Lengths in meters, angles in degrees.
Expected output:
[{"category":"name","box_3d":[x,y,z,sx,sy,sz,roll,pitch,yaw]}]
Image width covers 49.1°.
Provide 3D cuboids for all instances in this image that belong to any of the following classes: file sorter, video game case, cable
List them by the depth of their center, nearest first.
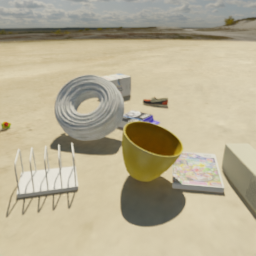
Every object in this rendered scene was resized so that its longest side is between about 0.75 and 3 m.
[{"category":"file sorter","box_3d":[-2.234,1.092,7.693,1.574,0.980,1.092,-6,23,-12]},{"category":"video game case","box_3d":[2.012,1.246,8.355,1.370,0.172,1.914,3,23,8]},{"category":"cable","box_3d":[-1.470,-0.816,10.634,2.630,0.910,2.629,0,61,9]}]

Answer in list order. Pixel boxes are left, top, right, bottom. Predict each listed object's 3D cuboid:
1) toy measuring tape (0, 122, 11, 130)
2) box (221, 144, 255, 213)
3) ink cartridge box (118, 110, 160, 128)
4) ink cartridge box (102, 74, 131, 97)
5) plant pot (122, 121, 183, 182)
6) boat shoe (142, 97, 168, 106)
[{"category":"toy measuring tape","box_3d":[-5.086,-0.068,11.271,0.304,0.304,0.828,12,23,26]},{"category":"box","box_3d":[3.288,1.270,7.372,0.761,0.914,2.225,-1,24,-5]},{"category":"ink cartridge box","box_3d":[0.393,-0.297,11.833,1.483,0.322,1.469,16,27,30]},{"category":"ink cartridge box","box_3d":[-0.745,-2.337,15.667,1.491,1.078,1.097,-16,28,-34]},{"category":"plant pot","box_3d":[0.519,0.763,7.886,1.717,1.219,1.717,15,28,-8]},{"category":"boat shoe","box_3d":[1.379,-1.379,14.266,1.336,0.418,0.475,7,25,18]}]
